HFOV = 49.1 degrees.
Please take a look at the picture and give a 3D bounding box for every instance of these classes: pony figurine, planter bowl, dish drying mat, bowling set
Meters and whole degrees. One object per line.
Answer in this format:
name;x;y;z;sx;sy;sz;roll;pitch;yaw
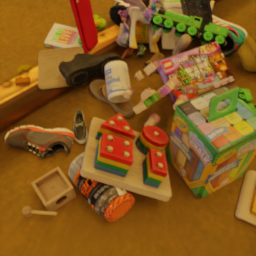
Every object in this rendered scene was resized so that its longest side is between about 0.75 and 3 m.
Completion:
pony figurine;0.390;-4.719;11.553;2.708;2.806;2.336;12;15;5
planter bowl;4.821;-2.770;11.035;0.722;1.734;1.734;-28;47;19
dish drying mat;-1.778;-4.589;11.375;0.271;2.982;1.145;14;51;22
bowling set;2.290;-2.066;10.477;1.662;1.282;2.389;23;74;-4

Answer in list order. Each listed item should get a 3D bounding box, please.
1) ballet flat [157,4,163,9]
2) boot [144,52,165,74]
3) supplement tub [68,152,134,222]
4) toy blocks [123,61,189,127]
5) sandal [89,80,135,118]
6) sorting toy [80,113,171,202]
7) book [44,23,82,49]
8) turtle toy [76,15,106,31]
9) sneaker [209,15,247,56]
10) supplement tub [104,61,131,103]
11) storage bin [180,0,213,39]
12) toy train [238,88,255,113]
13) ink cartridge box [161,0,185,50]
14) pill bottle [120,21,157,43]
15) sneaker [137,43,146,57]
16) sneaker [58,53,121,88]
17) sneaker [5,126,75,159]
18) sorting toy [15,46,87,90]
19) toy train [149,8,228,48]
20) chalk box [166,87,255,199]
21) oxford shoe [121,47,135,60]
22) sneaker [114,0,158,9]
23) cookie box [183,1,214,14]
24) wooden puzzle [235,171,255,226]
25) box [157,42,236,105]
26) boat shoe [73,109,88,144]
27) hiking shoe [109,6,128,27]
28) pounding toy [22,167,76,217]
ballet flat;2.062;-6.884;14.873;2.050;0.639;0.691;-23;53;-18
boot;1.253;-2.689;11.511;0.874;0.330;0.998;33;52;15
supplement tub;-0.708;1.516;7.416;1.087;1.087;1.774;-32;56;-24
toy blocks;0.910;-1.123;8.808;1.673;1.563;1.408;53;36;-4
sandal;-0.537;-1.191;10.048;0.886;0.596;2.207;-33;57;-25
sorting toy;0.098;0.550;7.548;2.335;0.812;2.321;19;32;-12
book;-2.702;-3.933;12.462;1.744;0.419;1.165;16;67;13
turtle toy;-1.725;-4.796;13.005;1.523;0.770;1.110;-26;55;-21
sneaker;3.524;-3.968;12.086;2.910;1.217;1.757;22;44;16
supplement tub;-0.354;-1.554;9.581;0.821;0.821;1.244;-7;75;-6
storage bin;2.706;-4.850;11.058;1.044;2.227;1.505;-7;40;20
toy train;4.152;-0.541;9.620;0.632;0.468;2.242;7;49;-8
ink cartridge box;1.907;-4.514;12.176;0.836;1.448;1.991;2;42;2
pill bottle;0.468;-4.249;12.438;1.638;0.910;0.910;3;50;3
sneaker;0.493;-3.313;11.970;0.311;0.340;0.798;-21;36;34
sneaker;-1.422;-2.442;10.587;2.562;0.973;1.163;-23;55;-33
sneaker;-2.725;0.488;8.524;2.118;0.816;0.867;-2;56;-1
sorting toy;-3.057;-2.330;11.194;2.719;0.364;2.026;-8;57;-6
toy train;2.261;-3.744;10.394;2.965;0.619;0.836;19;81;3
chalk box;2.297;0.214;7.375;1.742;2.800;1.733;-21;53;-18
oxford shoe;-0.003;-3.206;11.981;0.329;0.329;0.923;43;66;-13
sneaker;0.444;-6.162;14.342;2.273;0.828;0.962;-2;10;11
cookie box;3.299;-5.953;14.001;1.706;0.641;1.459;17;45;12
wooden puzzle;3.914;2.040;7.478;1.740;0.324;1.610;21;53;17
box;2.304;-1.828;9.499;2.325;0.455;1.591;-22;82;-14
boat shoe;-1.617;-0.065;9.178;0.469;0.462;1.302;-11;50;-9
hiking shoe;0.360;-5.238;13.446;2.627;0.977;1.139;21;31;16
pounding toy;-2.090;1.926;7.393;1.344;0.615;1.181;-32;58;-21
